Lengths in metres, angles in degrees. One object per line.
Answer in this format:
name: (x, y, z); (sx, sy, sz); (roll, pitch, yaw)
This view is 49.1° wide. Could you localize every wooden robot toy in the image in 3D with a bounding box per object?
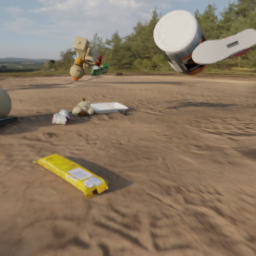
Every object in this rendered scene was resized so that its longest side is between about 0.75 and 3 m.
wooden robot toy: (-1.826, -2.532, 11.467); (1.270, 1.308, 2.882); (18, -8, -8)

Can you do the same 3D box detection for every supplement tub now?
supplement tub: (2.240, -3.206, 11.148); (1.701, 1.701, 2.775); (8, -7, 28)

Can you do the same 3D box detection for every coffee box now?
coffee box: (-1.393, -2.878, 13.910); (0.936, 0.206, 0.576); (-20, -21, -27)

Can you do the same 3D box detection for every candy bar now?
candy bar: (-1.361, 0.976, 6.311); (0.615, 0.273, 2.468); (-17, 23, -39)

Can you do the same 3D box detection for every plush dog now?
plush dog: (-2.156, -0.849, 12.778); (0.957, 0.768, 0.822); (11, 44, 44)

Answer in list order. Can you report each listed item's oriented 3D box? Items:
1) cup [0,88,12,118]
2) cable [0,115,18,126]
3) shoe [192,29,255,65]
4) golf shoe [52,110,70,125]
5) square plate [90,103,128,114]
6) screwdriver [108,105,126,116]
cup: (-5.548, -0.888, 11.064); (1.486, 1.486, 1.063); (0, 14, -1)
cable: (-4.905, -0.318, 10.250); (1.312, 0.680, 2.702); (-11, 11, 23)
shoe: (3.450, -2.778, 10.080); (2.260, 0.807, 1.028); (-18, -5, 13)
golf shoe: (-2.618, -0.392, 11.420); (0.601, 0.495, 1.313); (15, 19, 2)
square plate: (-1.092, -0.984, 13.956); (1.707, 0.245, 1.724); (-6, 16, -22)
screwdriver: (-0.533, -0.857, 13.128); (0.186, 0.179, 1.280); (7, 18, -47)
